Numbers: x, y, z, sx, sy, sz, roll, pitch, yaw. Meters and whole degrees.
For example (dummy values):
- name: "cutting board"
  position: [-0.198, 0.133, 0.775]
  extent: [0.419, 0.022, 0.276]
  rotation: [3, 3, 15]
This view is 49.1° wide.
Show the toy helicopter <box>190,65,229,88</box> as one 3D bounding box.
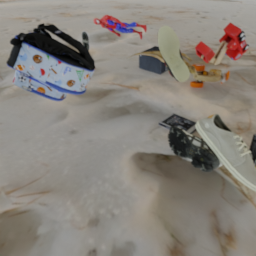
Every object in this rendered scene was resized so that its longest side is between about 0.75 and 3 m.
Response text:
- name: "toy helicopter"
  position: [4.460, -2.785, 14.624]
  extent: [1.848, 1.102, 2.794]
  rotation: [10, 22, 27]

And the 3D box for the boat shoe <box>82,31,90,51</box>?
- name: "boat shoe"
  position: [-1.804, -3.632, 11.792]
  extent: [0.311, 0.843, 0.288]
  rotation: [3, 34, 5]

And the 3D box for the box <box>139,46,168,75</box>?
- name: "box"
  position: [1.713, -3.979, 16.379]
  extent: [1.596, 0.989, 1.569]
  rotation: [26, 41, 33]

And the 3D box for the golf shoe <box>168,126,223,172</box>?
- name: "golf shoe"
  position: [2.307, 0.692, 9.645]
  extent: [1.104, 0.908, 2.336]
  rotation: [-3, 33, -34]

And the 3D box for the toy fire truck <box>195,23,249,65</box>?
- name: "toy fire truck"
  position: [2.860, -2.360, 8.413]
  extent: [0.464, 1.342, 1.904]
  rotation: [50, 16, 29]

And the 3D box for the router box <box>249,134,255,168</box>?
- name: "router box"
  position: [4.411, 0.693, 9.098]
  extent: [0.994, 1.264, 0.330]
  rotation: [-14, 36, -19]

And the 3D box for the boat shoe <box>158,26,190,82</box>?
- name: "boat shoe"
  position: [1.522, -2.581, 9.874]
  extent: [0.747, 2.042, 0.640]
  rotation: [-29, 23, 0]

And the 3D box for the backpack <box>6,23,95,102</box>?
- name: "backpack"
  position: [-2.438, -2.037, 9.345]
  extent: [2.543, 2.056, 2.669]
  rotation: [19, 27, -8]

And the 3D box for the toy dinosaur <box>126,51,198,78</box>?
- name: "toy dinosaur"
  position: [1.457, -2.764, 10.749]
  extent: [2.787, 0.811, 1.409]
  rotation: [18, 33, 9]

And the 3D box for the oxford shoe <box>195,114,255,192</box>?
- name: "oxford shoe"
  position: [3.281, 0.701, 8.645]
  extent: [1.103, 0.847, 2.934]
  rotation: [-3, 52, -53]

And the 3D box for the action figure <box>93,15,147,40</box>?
- name: "action figure"
  position: [-0.364, -4.381, 12.149]
  extent: [2.338, 0.765, 0.604]
  rotation: [8, 68, -20]

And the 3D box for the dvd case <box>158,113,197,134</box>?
- name: "dvd case"
  position: [2.086, -0.135, 11.336]
  extent: [1.386, 0.171, 1.041]
  rotation: [27, 41, 33]
